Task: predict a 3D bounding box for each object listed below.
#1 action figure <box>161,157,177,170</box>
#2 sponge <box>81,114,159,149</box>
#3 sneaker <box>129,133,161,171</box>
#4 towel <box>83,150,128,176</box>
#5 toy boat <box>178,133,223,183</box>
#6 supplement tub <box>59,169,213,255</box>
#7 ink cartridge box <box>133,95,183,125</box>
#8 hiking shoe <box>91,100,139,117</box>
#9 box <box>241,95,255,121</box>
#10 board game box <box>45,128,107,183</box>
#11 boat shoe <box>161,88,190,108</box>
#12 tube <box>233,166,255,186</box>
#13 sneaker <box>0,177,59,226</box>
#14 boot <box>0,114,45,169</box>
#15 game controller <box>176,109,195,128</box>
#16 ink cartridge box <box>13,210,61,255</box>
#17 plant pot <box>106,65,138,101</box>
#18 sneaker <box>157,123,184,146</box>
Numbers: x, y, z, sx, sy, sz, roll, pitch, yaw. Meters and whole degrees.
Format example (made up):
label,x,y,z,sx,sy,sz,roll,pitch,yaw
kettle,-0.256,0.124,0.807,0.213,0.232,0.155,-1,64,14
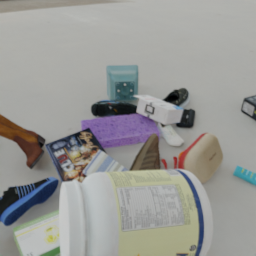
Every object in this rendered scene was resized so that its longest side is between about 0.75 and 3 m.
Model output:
label,x,y,z,sx,sy,sz,roll,pitch,yaw
action figure,1.203,1.631,8.033,0.603,0.477,1.844,-11,43,15
sponge,-0.350,0.091,10.534,2.792,0.416,1.558,-8,34,-10
sneaker,0.623,1.172,8.700,0.878,0.819,2.325,33,49,-1
towel,-0.611,1.242,7.877,1.123,0.134,0.825,35,79,5
toy boat,2.103,0.960,8.846,1.187,1.185,1.815,-9,19,46
supplement tub,0.066,1.945,5.919,2.838,2.058,2.058,0,32,-19
ink cartridge box,1.070,-0.721,10.732,1.768,0.590,1.024,27,23,37
hiking shoe,-0.465,-0.849,11.612,2.085,0.776,0.904,8,24,1
box,6.420,-0.545,11.168,2.274,0.736,2.884,-15,37,-20
board game box,-1.443,1.080,8.694,1.591,0.406,2.348,-22,46,-20
boat shoe,2.056,-1.236,12.163,0.867,0.715,2.525,14,37,27
tube,3.865,1.563,8.490,1.298,0.327,0.503,24,54,24
sneaker,-2.742,1.755,7.452,0.774,0.697,1.986,27,27,19
boot,-3.625,0.327,8.898,1.966,0.673,1.851,35,22,-24
game controller,2.358,-0.404,11.460,0.694,0.280,1.329,-4,31,21
ink cartridge box,-1.533,2.786,6.288,1.512,0.498,2.078,-15,31,-31
plant pot,-0.194,-1.849,12.280,1.451,1.455,1.482,-3,27,-5
sneaker,1.502,0.216,10.230,0.468,0.533,1.330,-25,42,-29
